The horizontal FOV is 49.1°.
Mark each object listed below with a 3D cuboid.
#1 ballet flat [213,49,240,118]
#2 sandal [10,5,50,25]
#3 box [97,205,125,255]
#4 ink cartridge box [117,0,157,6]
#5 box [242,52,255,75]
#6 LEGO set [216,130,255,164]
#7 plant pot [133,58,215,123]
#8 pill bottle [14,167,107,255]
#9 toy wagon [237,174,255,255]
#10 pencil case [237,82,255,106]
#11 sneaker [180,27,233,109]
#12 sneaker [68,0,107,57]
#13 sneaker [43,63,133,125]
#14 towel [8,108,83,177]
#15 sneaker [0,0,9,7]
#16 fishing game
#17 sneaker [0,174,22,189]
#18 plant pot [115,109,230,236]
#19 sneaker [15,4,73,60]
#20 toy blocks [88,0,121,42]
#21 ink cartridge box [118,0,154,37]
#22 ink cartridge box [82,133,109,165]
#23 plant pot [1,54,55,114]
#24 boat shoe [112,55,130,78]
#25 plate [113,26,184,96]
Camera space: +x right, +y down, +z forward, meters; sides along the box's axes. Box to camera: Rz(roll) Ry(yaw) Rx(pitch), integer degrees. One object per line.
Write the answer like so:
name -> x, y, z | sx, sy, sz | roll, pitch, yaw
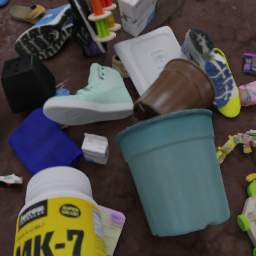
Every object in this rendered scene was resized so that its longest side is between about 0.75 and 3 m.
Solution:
ballet flat -> 2.981, -1.518, 8.893 | 0.812, 0.814, 2.430 | -7, 62, -1
sandal -> -3.548, -4.363, 10.595 | 2.057, 0.555, 0.826 | 13, 62, 7
box -> -0.638, 2.397, 6.642 | 0.825, 0.453, 0.937 | 21, 86, -13
ink cartridge box -> 0.376, -5.379, 10.831 | 1.522, 1.105, 0.635 | 14, 64, 7
box -> 4.284, -2.200, 9.646 | 0.627, 0.158, 0.877 | 11, 61, 7
LEGO set -> 3.142, 0.452, 7.685 | 1.718, 0.639, 0.790 | -8, 73, -7
plant pot -> 1.168, -0.686, 7.702 | 1.751, 1.751, 1.734 | 37, 66, 18
pill bottle -> -1.260, 2.258, 5.252 | 1.654, 1.654, 2.894 | -11, 42, -6
toy wagon -> 3.683, 2.256, 7.042 | 1.813, 0.462, 2.336 | -16, 62, -9
pencil case -> 4.224, -1.218, 8.791 | 1.644, 0.719, 0.719 | -19, 63, -11
sneaker -> 2.310, -1.712, 8.520 | 0.965, 1.067, 2.505 | -14, 79, -21
sneaker -> -1.548, -3.207, 9.026 | 0.966, 2.205, 0.835 | -17, 44, 13
sneaker -> -1.208, -1.027, 7.964 | 2.780, 1.023, 1.640 | -5, 69, -40
towel -> -2.292, 0.564, 7.769 | 1.469, 0.493, 1.989 | -46, 71, 2
sneaker -> -4.978, -5.538, 11.223 | 0.512, 0.609, 1.552 | 10, 63, 3
fishing game -> -2.136, -0.644, 8.375 | 1.195, 0.259, 1.668 | -20, 61, 38
sneaker -> -3.196, 1.395, 7.457 | 0.757, 0.266, 0.354 | 11, 30, -14
plant pot -> 1.134, 1.089, 6.537 | 2.407, 2.407, 2.357 | -13, 77, -7
sneaker -> -2.677, -3.432, 9.913 | 2.872, 1.128, 1.280 | -35, 36, -6
toy blocks -> -0.768, -3.492, 7.804 | 0.644, 1.774, 1.479 | -5, 35, 14
ink cartridge box -> 0.293, -3.715, 8.625 | 0.609, 1.419, 1.039 | 35, 79, 16
ink cartridge box -> -0.882, 0.586, 7.587 | 0.627, 1.080, 0.367 | 11, 62, 5
plant pot -> -2.984, -1.373, 8.216 | 1.296, 1.152, 1.299 | -16, 47, 3
boat shoe -> 0.621, -2.240, 9.321 | 2.330, 0.752, 0.830 | -13, 62, -7
plate -> 0.988, -2.170, 9.066 | 2.225, 0.360, 2.230 | -25, 82, -20
